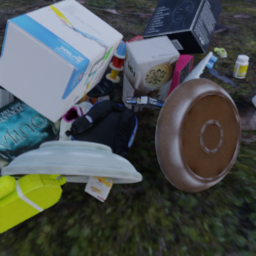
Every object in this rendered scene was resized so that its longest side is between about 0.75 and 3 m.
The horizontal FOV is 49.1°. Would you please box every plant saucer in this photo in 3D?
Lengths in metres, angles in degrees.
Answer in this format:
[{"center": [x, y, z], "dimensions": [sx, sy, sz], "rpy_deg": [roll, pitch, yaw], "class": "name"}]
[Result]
[{"center": [1.931, 0.207, 6.945], "dimensions": [2.891, 2.891, 0.464], "rpy_deg": [-26, 17, -30], "class": "plant saucer"}, {"center": [-1.147, 0.770, 6.065], "dimensions": [2.885, 2.885, 0.724], "rpy_deg": [1, 77, 1], "class": "plant saucer"}]

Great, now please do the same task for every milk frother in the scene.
[{"center": [-4.225, -0.770, 9.589], "dimensions": [2.006, 1.811, 1.887], "rpy_deg": [11, 66, -46], "class": "milk frother"}]

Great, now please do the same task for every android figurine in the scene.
[{"center": [-2.289, 1.526, 5.705], "dimensions": [2.169, 1.974, 0.445], "rpy_deg": [-30, 65, -11], "class": "android figurine"}]

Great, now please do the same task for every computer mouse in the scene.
[{"center": [-1.470, -1.045, 9.293], "dimensions": [2.373, 0.404, 0.695], "rpy_deg": [-24, 62, -26], "class": "computer mouse"}]

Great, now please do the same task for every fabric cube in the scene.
[{"center": [1.448, -1.932, 10.904], "dimensions": [1.598, 1.573, 1.603], "rpy_deg": [16, 40, 23], "class": "fabric cube"}]

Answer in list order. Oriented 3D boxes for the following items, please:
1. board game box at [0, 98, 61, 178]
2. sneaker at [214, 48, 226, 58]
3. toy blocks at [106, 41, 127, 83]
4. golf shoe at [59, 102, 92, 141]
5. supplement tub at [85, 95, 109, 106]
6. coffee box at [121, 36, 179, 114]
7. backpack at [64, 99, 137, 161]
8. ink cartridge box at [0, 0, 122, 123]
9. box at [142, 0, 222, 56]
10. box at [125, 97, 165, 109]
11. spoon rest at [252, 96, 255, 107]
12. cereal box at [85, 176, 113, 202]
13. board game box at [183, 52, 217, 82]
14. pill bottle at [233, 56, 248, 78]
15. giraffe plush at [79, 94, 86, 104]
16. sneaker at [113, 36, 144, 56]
[{"center": [-3.232, 0.134, 8.301], "dimensions": [1.767, 0.368, 2.612], "rpy_deg": [46, 47, -1], "class": "board game box"}, {"center": [4.880, -4.017, 14.724], "dimensions": [0.370, 0.374, 0.980], "rpy_deg": [-12, 38, -14], "class": "sneaker"}, {"center": [-0.025, -2.165, 9.712], "dimensions": [1.213, 1.456, 0.529], "rpy_deg": [22, 39, -1], "class": "toy blocks"}, {"center": [-1.537, -0.336, 9.007], "dimensions": [0.983, 1.194, 2.609], "rpy_deg": [4, 32, 2], "class": "golf shoe"}, {"center": [-1.170, -1.046, 10.471], "dimensions": [0.817, 0.501, 0.501], "rpy_deg": [9, 37, 17], "class": "supplement tub"}, {"center": [0.591, -1.571, 8.870], "dimensions": [1.333, 2.358, 0.941], "rpy_deg": [-15, 59, -16], "class": "coffee box"}, {"center": [-0.574, 0.141, 7.808], "dimensions": [1.799, 1.386, 1.713], "rpy_deg": [29, 61, 2], "class": "backpack"}, {"center": [-1.754, -1.900, 7.534], "dimensions": [1.892, 1.901, 2.591], "rpy_deg": [35, 41, -1], "class": "ink cartridge box"}, {"center": [1.722, -3.359, 8.934], "dimensions": [1.842, 1.141, 1.810], "rpy_deg": [9, 70, 43], "class": "box"}, {"center": [0.490, -0.616, 6.955], "dimensions": [0.816, 0.203, 0.810], "rpy_deg": [9, 0, -39], "class": "box"}, {"center": [5.199, -0.695, 10.091], "dimensions": [1.253, 0.765, 2.522], "rpy_deg": [11, 25, 13], "class": "spoon rest"}, {"center": [-0.725, 1.428, 6.847], "dimensions": [0.564, 0.784, 0.155], "rpy_deg": [30, 41, 8], "class": "cereal box"}, {"center": [1.647, -0.962, 8.206], "dimensions": [0.264, 2.041, 2.042], "rpy_deg": [33, 77, -2], "class": "board game box"}, {"center": [5.047, -2.729, 12.525], "dimensions": [0.517, 0.904, 0.517], "rpy_deg": [0, 36, 0], "class": "pill bottle"}, {"center": [-2.752, -2.193, 10.855], "dimensions": [2.774, 2.394, 2.250], "rpy_deg": [-2, 27, -24], "class": "giraffe plush"}, {"center": [0.274, -4.113, 14.480], "dimensions": [2.322, 0.821, 1.135], "rpy_deg": [-23, 42, -24], "class": "sneaker"}]
